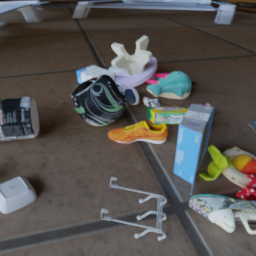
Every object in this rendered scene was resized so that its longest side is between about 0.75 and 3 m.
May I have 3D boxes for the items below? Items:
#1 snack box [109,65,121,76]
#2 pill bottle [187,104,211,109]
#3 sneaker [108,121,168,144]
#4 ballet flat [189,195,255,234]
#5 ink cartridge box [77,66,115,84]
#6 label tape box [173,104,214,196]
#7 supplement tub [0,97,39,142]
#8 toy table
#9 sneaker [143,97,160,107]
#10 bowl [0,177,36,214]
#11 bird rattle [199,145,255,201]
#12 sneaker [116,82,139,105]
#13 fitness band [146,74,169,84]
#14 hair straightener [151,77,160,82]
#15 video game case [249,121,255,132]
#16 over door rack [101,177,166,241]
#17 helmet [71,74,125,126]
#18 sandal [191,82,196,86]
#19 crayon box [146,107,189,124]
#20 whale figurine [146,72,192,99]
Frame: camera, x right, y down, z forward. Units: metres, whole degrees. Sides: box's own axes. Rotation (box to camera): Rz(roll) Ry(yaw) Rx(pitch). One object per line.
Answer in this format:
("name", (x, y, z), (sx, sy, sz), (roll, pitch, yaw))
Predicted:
("snack box", (-0.217, -3.387, 16.438), (1.575, 0.417, 1.120), (9, 33, 15))
("pill bottle", (3.025, -0.710, 12.001), (1.001, 0.563, 0.563), (-8, 33, -13))
("sneaker", (0.354, 0.099, 10.447), (2.216, 0.855, 0.809), (-3, 33, -2))
("ballet flat", (2.810, 2.221, 7.078), (2.486, 0.894, 0.894), (3, 32, 7))
("ink cartridge box", (-1.721, -2.675, 14.996), (1.724, 0.730, 1.246), (26, 40, 37))
("label tape box", (1.953, 0.548, 8.662), (0.790, 1.799, 2.495), (13, 31, 20))
("supplement tub", (-4.721, -0.276, 10.348), (2.558, 1.567, 1.567), (-5, 32, -8))
("toy table", (0.300, -3.507, 14.784), (2.581, 1.644, 2.808), (15, 53, 29))
("sneaker", (1.131, -1.207, 13.011), (0.560, 0.343, 0.860), (-18, 35, -32))
("bowl", (-3.277, 1.850, 8.059), (1.055, 0.394, 1.053), (-22, 38, -33))
("bird rattle", (3.394, 1.256, 8.209), (2.336, 1.316, 1.905), (28, 38, 34))
("sneaker", (-0.476, -1.528, 13.076), (1.205, 0.778, 2.221), (-15, 29, -27))
("fitness band", (1.896, -2.613, 15.229), (1.864, 0.349, 1.339), (2, 32, 7))
("hair straightener", (1.447, -2.556, 14.846), (0.533, 0.284, 1.386), (6, 14, 4))
("video game case", (5.926, 0.321, 10.685), (1.626, 0.216, 2.276), (-4, 31, -6))
("over door rack", (0.156, 2.127, 7.302), (1.700, 0.566, 1.256), (21, 33, -5))
("helmet", (-1.102, -1.013, 11.223), (1.999, 1.906, 1.999), (-30, 24, 15))
("sandal", (3.205, -2.438, 15.113), (0.928, 0.209, 0.348), (-2, 32, -3))
("crayon box", (1.709, -0.523, 11.283), (1.701, 0.496, 1.468), (-1, 12, -8))
("whale figurine", (2.026, -2.069, 13.451), (2.240, 1.162, 1.782), (-10, 38, -27))
